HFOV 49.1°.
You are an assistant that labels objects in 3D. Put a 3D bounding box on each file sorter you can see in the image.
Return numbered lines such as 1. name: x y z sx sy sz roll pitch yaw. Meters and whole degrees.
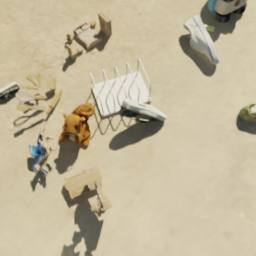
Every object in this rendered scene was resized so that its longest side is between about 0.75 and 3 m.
1. file sorter: -0.283 -1.620 11.064 2.132 1.327 1.479 -18 71 -7

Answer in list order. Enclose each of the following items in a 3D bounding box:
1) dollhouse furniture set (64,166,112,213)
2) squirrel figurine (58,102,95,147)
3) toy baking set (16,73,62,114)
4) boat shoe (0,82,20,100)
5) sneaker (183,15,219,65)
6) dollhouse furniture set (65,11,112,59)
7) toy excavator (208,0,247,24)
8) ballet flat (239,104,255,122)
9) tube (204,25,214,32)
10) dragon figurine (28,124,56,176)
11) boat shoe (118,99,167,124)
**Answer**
1. dollhouse furniture set: -1.343 2.051 8.935 1.195 2.699 1.399 -20 84 -11
2. squirrel figurine: -1.931 -0.253 10.397 1.205 1.589 1.702 17 70 6
3. toy baking set: -3.531 -1.271 11.106 1.522 0.231 1.983 30 62 -22
4. boat shoe: -4.995 -1.397 11.452 1.184 0.418 0.377 -39 80 -10
5. sneaker: 3.182 -3.697 12.213 0.854 0.881 2.412 -27 73 20
6. dollhouse furniture set: -1.900 -4.158 12.208 2.179 0.964 1.129 -39 74 -13
7. toy excavator: 4.534 -6.720 13.055 2.860 1.469 2.941 -30 63 -12
8. ballet flat: 5.595 -0.470 10.928 2.324 0.822 0.822 12 70 4
9. tube: 3.470 -4.595 12.764 0.891 0.259 0.231 13 86 7
10. dragon figurine: -3.269 0.764 10.406 1.036 0.613 2.083 -44 53 21
11. boat shoe: 0.549 -0.526 10.713 2.096 0.667 0.741 15 24 -33
